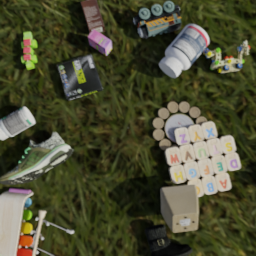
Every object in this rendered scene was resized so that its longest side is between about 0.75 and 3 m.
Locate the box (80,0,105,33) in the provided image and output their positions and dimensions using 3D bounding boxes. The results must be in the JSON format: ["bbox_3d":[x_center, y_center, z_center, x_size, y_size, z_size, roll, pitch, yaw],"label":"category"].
[{"bbox_3d":[-1.523,-4.797,12.097,0.696,0.521,1.390,-16,82,-3],"label":"box"}]

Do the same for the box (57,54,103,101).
[{"bbox_3d":[-2.007,-2.089,11.664,1.537,0.378,1.592,-18,80,-1],"label":"box"}]

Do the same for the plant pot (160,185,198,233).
[{"bbox_3d":[1.909,2.975,10.055,1.309,1.160,1.310,-6,122,-1],"label":"plant pot"}]

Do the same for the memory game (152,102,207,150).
[{"bbox_3d":[2.111,0.040,11.393,2.300,0.147,2.300,0,80,-1],"label":"memory game"}]

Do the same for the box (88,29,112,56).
[{"bbox_3d":[-1.173,-3.548,11.704,0.893,0.785,0.432,34,82,2],"label":"box"}]

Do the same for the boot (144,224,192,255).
[{"bbox_3d":[1.492,4.186,10.392,1.632,0.614,1.220,-9,80,-1],"label":"boot"}]

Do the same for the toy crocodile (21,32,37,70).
[{"bbox_3d":[-4.202,-3.252,11.793,0.589,0.539,1.745,-4,79,-1],"label":"toy crocodile"}]

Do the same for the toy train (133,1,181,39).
[{"bbox_3d":[1.283,-4.552,11.915,2.051,0.874,1.169,-18,90,-3],"label":"toy train"}]

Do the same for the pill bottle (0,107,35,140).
[{"bbox_3d":[-4.515,-0.154,11.089,1.432,0.810,0.810,-31,81,-6],"label":"pill bottle"}]

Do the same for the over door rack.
[{"bbox_3d":[-2.952,4.156,10.459,1.545,0.515,1.142,19,81,3],"label":"over door rack"}]

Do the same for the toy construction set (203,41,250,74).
[{"bbox_3d":[4.131,-2.907,11.638,1.826,0.841,1.198,-12,79,9],"label":"toy construction set"}]

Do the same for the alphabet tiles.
[{"bbox_3d":[2.936,1.224,11.030,2.840,0.207,2.778,-11,83,-6],"label":"alphabet tiles"}]

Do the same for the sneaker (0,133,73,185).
[{"bbox_3d":[-3.652,1.174,10.839,2.930,1.127,1.298,-29,71,-12],"label":"sneaker"}]

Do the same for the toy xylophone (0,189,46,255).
[{"bbox_3d":[-4.071,3.763,10.299,2.131,0.731,2.911,11,81,12],"label":"toy xylophone"}]

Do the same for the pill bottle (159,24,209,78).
[{"bbox_3d":[2.226,-3.077,11.420,1.208,1.208,2.020,39,84,7],"label":"pill bottle"}]
